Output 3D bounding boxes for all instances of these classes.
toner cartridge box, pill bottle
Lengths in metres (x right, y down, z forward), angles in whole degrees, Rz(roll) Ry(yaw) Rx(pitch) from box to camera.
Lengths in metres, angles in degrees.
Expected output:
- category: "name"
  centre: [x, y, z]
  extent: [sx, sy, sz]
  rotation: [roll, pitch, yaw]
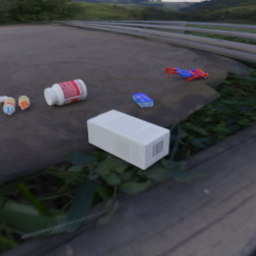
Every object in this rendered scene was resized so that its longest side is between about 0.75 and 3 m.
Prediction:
- category: "toner cartridge box"
  centre: [0.688, -1.336, 13.458]
  extent: [0.570, 0.259, 1.199]
  rotation: [-11, 28, -19]
- category: "pill bottle"
  centre: [-2.958, -1.637, 13.231]
  extent: [1.782, 1.001, 1.001]
  rotation: [-20, 33, -35]

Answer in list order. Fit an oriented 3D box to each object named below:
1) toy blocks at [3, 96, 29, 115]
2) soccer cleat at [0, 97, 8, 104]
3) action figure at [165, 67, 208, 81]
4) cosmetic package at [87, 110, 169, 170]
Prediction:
- category: "toy blocks"
  centre: [-4.966, -0.962, 12.483]
  extent: [1.087, 0.474, 1.304]
  rotation: [-9, 28, -16]
- category: "soccer cleat"
  centre: [-6.206, -1.346, 13.226]
  extent: [0.393, 0.487, 1.144]
  rotation: [17, 32, 30]
- category: "action figure"
  centre: [3.569, -3.197, 16.744]
  extent: [2.671, 0.690, 0.874]
  rotation: [-2, 32, -14]
- category: "cosmetic package"
  centre: [-0.040, 0.309, 9.444]
  extent: [2.586, 0.921, 1.311]
  rotation: [23, 34, 37]
